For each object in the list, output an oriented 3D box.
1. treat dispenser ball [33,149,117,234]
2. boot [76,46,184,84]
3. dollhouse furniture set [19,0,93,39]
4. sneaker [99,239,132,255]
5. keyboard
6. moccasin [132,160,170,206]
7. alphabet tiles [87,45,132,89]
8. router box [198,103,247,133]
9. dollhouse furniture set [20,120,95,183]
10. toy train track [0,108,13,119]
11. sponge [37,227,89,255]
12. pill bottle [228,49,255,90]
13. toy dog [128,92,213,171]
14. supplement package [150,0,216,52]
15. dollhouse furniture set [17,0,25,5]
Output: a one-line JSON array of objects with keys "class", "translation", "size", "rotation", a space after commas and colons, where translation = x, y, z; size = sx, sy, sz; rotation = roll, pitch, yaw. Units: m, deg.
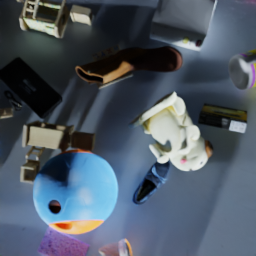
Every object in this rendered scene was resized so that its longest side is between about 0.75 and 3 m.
[{"class": "treat dispenser ball", "translation": [-1.534, 1.847, 8.305], "size": [2.433, 2.433, 2.433], "rotation": [0, 76, 0]}, {"class": "boot", "translation": [0.094, -2.037, 8.981], "size": [2.545, 0.926, 2.704], "rotation": [25, 38, 33]}, {"class": "dollhouse furniture set", "translation": [-2.716, -4.254, 9.964], "size": [2.394, 2.118, 1.331], "rotation": [13, 77, 4]}, {"class": "sneaker", "translation": [-0.325, 4.648, 8.462], "size": [1.067, 0.878, 2.319], "rotation": [-11, 69, 5]}, {"class": "keyboard", "translation": [-3.739, -1.339, 10.179], "size": [2.513, 0.322, 1.509], "rotation": [42, 73, 10]}, {"class": "moccasin", "translation": [0.833, 1.802, 9.207], "size": [0.731, 0.620, 1.818], "rotation": [31, 78, 8]}, {"class": "alphabet tiles", "translation": [-0.871, -2.271, 10.527], "size": [1.665, 0.063, 1.392], "rotation": [-23, 77, -6]}, {"class": "router box", "translation": [3.161, -0.356, 9.334], "size": [1.468, 1.154, 0.383], "rotation": [13, 116, 17]}, {"class": "dollhouse furniture set", "translation": [-2.248, 0.907, 9.408], "size": [2.213, 1.231, 1.958], "rotation": [9, 101, 2]}, {"class": "toy train track", "translation": [-4.855, 0.117, 9.719], "size": [1.660, 0.471, 2.895], "rotation": [-12, 77, -3]}, {"class": "sponge", "translation": [-2.051, 3.836, 8.902], "size": [1.467, 0.219, 0.818], "rotation": [23, 77, 6]}, {"class": "pill bottle", "translation": [4.939, -2.255, 9.898], "size": [2.434, 1.269, 1.269], "rotation": [-17, 76, -4]}, {"class": "toy dog", "translation": [1.484, 0.284, 8.818], "size": [1.718, 2.388, 2.463], "rotation": [-34, 94, 21]}, {"class": "supplement package", "translation": [1.999, -4.021, 10.420], "size": [2.011, 1.115, 1.566], "rotation": [16, 76, 5]}, {"class": "dollhouse furniture set", "translation": [-4.408, -5.395, 11.271], "size": [0.991, 0.484, 0.845], "rotation": [21, 75, 30]}]
